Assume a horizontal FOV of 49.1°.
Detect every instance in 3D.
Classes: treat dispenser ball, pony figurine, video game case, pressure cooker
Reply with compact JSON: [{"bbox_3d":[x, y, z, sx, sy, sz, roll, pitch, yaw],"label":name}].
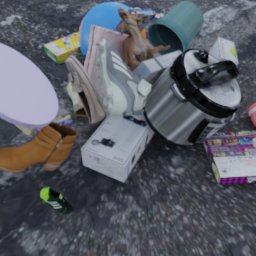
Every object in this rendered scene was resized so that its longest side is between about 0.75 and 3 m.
[{"bbox_3d":[-0.707,-3.980,12.520,2.993,2.993,2.993,0,46,0],"label":"treat dispenser ball"},{"bbox_3d":[-2.841,-0.019,9.876,1.793,1.493,1.731,-12,40,-41],"label":"pony figurine"},{"bbox_3d":[3.881,0.924,9.390,2.348,0.420,2.128,-3,39,-2],"label":"video game case"},{"bbox_3d":[2.125,-1.070,9.051,2.617,2.930,2.577,26,47,-15],"label":"pressure cooker"}]

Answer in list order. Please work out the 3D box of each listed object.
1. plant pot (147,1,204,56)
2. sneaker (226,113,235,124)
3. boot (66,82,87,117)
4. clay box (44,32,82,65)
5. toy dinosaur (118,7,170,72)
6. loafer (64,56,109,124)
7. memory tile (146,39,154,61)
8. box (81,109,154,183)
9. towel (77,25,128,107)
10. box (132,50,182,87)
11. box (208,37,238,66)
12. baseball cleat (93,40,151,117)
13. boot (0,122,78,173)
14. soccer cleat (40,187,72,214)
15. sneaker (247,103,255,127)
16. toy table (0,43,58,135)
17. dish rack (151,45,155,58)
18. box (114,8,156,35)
[{"bbox_3d":[1.936,-3.845,10.873,1.737,1.737,1.701,32,70,27],"label":"plant pot"},{"bbox_3d":[3.413,-0.425,10.104,0.604,1.539,0.611,2,54,2],"label":"sneaker"},{"bbox_3d":[-1.216,-1.341,11.432,2.342,0.844,1.811,-14,48,-11],"label":"boot"},{"bbox_3d":[-2.927,-4.141,14.302,2.308,0.549,1.326,-31,54,-26],"label":"clay box"},{"bbox_3d":[0.197,-2.903,9.702,1.182,2.754,1.866,-32,85,-20],"label":"toy dinosaur"},{"bbox_3d":[-1.280,-1.044,8.099,0.645,2.051,0.737,-38,25,-16],"label":"loafer"},{"bbox_3d":[0.785,-2.726,10.625,0.091,0.832,1.085,-13,73,-14],"label":"memory tile"},{"bbox_3d":[-0.193,0.356,9.734,1.634,0.842,2.801,19,47,17],"label":"box"},{"bbox_3d":[-0.728,-2.140,10.187,0.456,2.703,2.830,20,16,23],"label":"towel"},{"bbox_3d":[0.783,-1.800,10.138,0.529,2.004,2.570,53,42,5],"label":"box"},{"bbox_3d":[3.226,-2.125,10.740,0.670,2.228,1.300,15,50,-9],"label":"box"},{"bbox_3d":[-0.156,-1.408,7.948,1.439,0.943,2.703,0,59,-18],"label":"baseball cleat"},{"bbox_3d":[-2.719,0.552,8.245,2.242,1.741,0.860,15,39,-33],"label":"boot"},{"bbox_3d":[-1.985,2.098,8.018,0.471,1.162,0.392,-28,33,31],"label":"soccer cleat"},{"bbox_3d":[5.891,-0.356,10.644,2.547,0.939,1.105,-3,60,2],"label":"sneaker"},{"bbox_3d":[-3.356,-0.880,7.575,2.718,1.592,2.498,52,49,-6],"label":"toy table"},{"bbox_3d":[1.109,-3.408,12.552,0.287,1.319,1.132,14,88,6],"label":"dish rack"},{"bbox_3d":[0.212,-3.877,10.407,1.048,1.535,0.289,-15,86,-26],"label":"box"}]
